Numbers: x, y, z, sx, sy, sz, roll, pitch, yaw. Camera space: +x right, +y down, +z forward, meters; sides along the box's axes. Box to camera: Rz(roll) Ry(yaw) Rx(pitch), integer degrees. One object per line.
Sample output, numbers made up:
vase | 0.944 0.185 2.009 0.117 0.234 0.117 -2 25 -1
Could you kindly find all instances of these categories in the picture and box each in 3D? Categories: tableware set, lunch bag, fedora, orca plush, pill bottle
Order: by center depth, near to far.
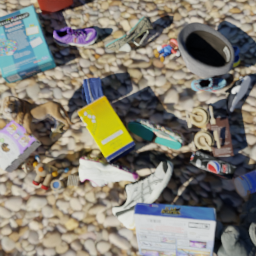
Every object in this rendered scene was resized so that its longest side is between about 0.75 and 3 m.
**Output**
pill bottle | 4.890 2.049 10.792 1.344 0.753 0.753 -19 77 -4
tableware set | 2.831 0.059 10.949 1.150 0.349 1.740 -10 93 36
lunch bag | -1.475 -1.415 11.552 0.819 0.841 1.237 -10 75 -7
fedora | 3.096 -3.036 11.680 2.564 1.158 2.268 33 65 5
orca plush | 4.420 -1.378 11.824 1.034 0.699 1.965 24 86 -40

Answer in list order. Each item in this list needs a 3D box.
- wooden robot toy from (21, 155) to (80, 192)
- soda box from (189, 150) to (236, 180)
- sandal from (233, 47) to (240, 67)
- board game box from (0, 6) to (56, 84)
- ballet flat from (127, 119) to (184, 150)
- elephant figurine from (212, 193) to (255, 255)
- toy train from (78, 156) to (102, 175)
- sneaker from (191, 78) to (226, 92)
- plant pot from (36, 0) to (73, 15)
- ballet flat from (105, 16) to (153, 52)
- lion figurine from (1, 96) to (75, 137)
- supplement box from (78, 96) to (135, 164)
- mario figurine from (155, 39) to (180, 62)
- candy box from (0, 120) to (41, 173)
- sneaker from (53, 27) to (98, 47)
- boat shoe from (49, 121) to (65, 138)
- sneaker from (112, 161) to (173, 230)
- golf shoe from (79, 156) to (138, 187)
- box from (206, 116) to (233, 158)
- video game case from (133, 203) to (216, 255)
wooden robot toy | -3.114 1.791 10.654 2.512 1.140 1.107 22 78 6
soda box | 3.291 1.469 10.989 1.680 0.594 0.532 23 79 3
sandal | 4.078 -3.466 12.088 1.905 0.829 0.757 34 80 10
board game box | -4.649 -3.627 12.170 2.168 0.674 2.871 -21 76 -4
ballet flat | 1.129 0.173 11.310 2.420 0.915 0.773 24 44 1
elephant figurine | 4.308 3.788 9.983 2.677 1.894 2.077 -11 105 -18
toy train | -1.527 1.498 11.221 1.156 0.197 0.265 -38 67 -8
sneaker | 3.444 -1.798 11.669 1.501 0.717 0.595 -8 91 -8
plant pot | -3.226 -6.211 12.273 1.474 1.671 1.672 -4 72 -3
ballet flat | 0.139 -3.870 12.160 2.294 0.778 0.864 -37 101 1
lion figurine | -3.354 -0.564 10.573 2.535 0.919 1.553 -11 99 -24
supplement box | -0.830 0.124 11.000 1.234 1.227 2.254 -31 78 -7
mario figurine | 1.755 -3.327 12.185 1.255 0.665 0.775 -41 112 -18
candy box | -4.595 0.712 11.121 1.393 0.594 1.661 41 80 16
sneaker | -2.293 -4.018 12.203 1.932 0.806 0.779 -8 76 -1
boat shoe | -2.886 0.111 11.484 0.311 0.292 0.816 31 78 11
sneaker | 0.538 2.302 10.550 1.292 1.115 2.947 35 78 8
golf shoe | -0.787 1.800 10.680 2.333 0.879 1.068 13 90 12
box | 3.653 0.382 11.284 0.797 0.596 1.591 -4 78 0
video game case | 1.559 3.554 9.456 2.547 2.308 0.579 2 35 13
